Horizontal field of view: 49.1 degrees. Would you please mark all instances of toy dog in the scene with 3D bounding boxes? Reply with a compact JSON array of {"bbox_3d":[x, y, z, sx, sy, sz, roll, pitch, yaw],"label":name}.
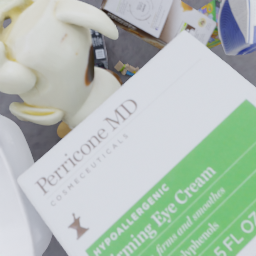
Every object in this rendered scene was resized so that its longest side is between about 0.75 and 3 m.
[{"bbox_3d":[-1.022,-0.928,4.748,2.499,2.577,1.798,-17,54,19],"label":"toy dog"}]

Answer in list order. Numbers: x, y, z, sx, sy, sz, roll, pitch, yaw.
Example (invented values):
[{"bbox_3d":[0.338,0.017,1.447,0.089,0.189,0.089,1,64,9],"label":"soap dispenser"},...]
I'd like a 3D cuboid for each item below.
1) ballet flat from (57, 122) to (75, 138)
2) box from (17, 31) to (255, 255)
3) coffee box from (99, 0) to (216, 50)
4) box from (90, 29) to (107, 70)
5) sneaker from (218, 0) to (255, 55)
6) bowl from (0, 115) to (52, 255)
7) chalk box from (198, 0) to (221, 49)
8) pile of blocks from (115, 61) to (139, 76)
[{"bbox_3d":[-0.952,-0.251,7.308,1.956,0.616,0.671,-18,72,-6],"label":"ballet flat"},{"bbox_3d":[0.667,0.843,4.302,2.863,2.877,2.464,-43,73,-4],"label":"box"},{"bbox_3d":[0.510,-2.176,5.584,2.053,1.174,0.818,23,99,-18],"label":"coffee box"},{"bbox_3d":[-1.025,-2.181,7.945,0.770,0.669,1.166,-9,73,-5],"label":"box"},{"bbox_3d":[2.338,-2.508,4.959,1.303,0.911,2.256,-6,93,-13],"label":"sneaker"},{"bbox_3d":[-2.159,0.999,4.303,2.282,0.852,2.279,-21,88,29],"label":"bowl"},{"bbox_3d":[1.935,-2.318,6.306,0.696,1.119,0.693,9,78,-33],"label":"chalk box"},{"bbox_3d":[-0.006,-1.680,8.039,0.754,0.310,0.234,21,29,-2],"label":"pile of blocks"}]
